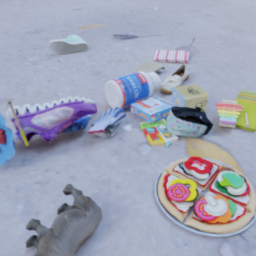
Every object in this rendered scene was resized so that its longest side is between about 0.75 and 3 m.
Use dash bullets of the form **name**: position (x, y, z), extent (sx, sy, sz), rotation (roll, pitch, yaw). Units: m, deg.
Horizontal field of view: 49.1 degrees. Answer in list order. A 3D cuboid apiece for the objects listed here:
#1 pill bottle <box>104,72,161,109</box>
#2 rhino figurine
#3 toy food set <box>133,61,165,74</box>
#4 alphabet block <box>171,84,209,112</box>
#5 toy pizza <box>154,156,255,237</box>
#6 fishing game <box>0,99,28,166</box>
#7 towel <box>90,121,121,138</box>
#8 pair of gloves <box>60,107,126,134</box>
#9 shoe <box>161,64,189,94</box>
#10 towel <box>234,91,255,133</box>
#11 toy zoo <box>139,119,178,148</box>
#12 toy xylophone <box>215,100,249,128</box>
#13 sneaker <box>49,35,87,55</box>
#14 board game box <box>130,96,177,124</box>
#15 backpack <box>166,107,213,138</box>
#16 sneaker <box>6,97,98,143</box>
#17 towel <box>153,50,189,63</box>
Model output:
- **pill bottle**: position (0.242, -1.597, 11.418), extent (2.175, 1.220, 1.220), rotation (-24, 41, -30)
- **rhino figurine**: position (-1.619, 2.467, 5.959), extent (1.230, 0.841, 2.813), rotation (18, 41, 24)
- **toy food set**: position (1.055, -2.852, 14.054), extent (1.341, 0.405, 0.962), rotation (-34, 47, -28)
- **alphabet block**: position (2.341, -1.003, 10.797), extent (1.027, 1.004, 1.009), rotation (-10, 38, -16)
- **toy pizza**: position (2.077, 1.624, 7.493), extent (2.746, 0.435, 2.746), rotation (0, 35, 0)
- **fishing game**: position (-4.023, 0.272, 7.953), extent (2.631, 1.884, 0.409), rotation (-11, 11, 25)
- **towel**: position (-0.812, -0.049, 9.944), extent (0.910, 0.389, 0.753), rotation (14, 36, 19)
- **pair of gloves**: position (-1.235, -0.290, 9.891), extent (2.288, 0.261, 1.839), rotation (-3, 27, 24)
- **shoe**: position (2.190, -2.297, 12.950), extent (0.841, 0.642, 2.407), rotation (18, 39, 24)
- **towel**: position (4.707, -0.729, 11.103), extent (1.229, 0.258, 2.857), rotation (15, 38, 29)
- **toy zoo**: position (1.085, 0.197, 9.797), extent (0.977, 0.152, 1.489), rotation (-9, 35, -13)
- **toy xylophone**: position (3.812, -0.477, 10.259), extent (1.147, 0.393, 1.566), rotation (3, 35, 11)
- **sneaker**: position (-3.688, -5.015, 16.677), extent (2.248, 0.827, 1.326), rotation (-7, 40, -27)
- **board game box**: position (0.970, -0.731, 10.798), extent (1.266, 0.361, 1.293), rotation (-21, 32, -28)
- **backpack**: position (2.033, -0.206, 9.651), extent (1.413, 0.894, 1.179), rotation (7, 29, -16)
- **sneaker**: position (-2.385, -0.204, 9.159), extent (2.902, 1.167, 1.283), rotation (-11, 79, -5)
- **towel**: position (2.432, -3.995, 15.763), extent (1.915, 0.286, 1.401), rotation (5, 35, 12)
